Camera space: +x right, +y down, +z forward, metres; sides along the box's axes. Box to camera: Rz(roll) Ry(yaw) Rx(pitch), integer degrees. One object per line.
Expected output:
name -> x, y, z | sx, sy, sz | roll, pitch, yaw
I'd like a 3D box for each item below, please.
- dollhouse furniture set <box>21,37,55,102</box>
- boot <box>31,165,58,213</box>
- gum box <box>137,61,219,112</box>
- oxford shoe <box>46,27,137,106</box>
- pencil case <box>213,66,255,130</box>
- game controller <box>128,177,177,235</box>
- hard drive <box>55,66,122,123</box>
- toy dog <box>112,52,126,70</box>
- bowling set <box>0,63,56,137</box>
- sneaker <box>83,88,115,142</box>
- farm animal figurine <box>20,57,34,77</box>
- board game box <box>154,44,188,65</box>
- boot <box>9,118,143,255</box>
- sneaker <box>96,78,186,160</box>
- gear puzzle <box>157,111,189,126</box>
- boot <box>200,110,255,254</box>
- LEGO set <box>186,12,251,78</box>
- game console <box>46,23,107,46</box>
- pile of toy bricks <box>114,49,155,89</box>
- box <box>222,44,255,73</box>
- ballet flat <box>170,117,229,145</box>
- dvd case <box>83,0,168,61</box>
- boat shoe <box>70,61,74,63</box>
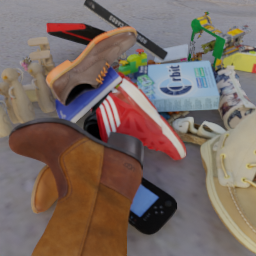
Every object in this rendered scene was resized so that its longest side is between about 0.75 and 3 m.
dollhouse furniture set -> -2.751, -1.653, 8.536 | 1.018, 1.438, 1.565 | -11, 65, -9
boot -> -0.928, 0.973, 5.357 | 1.321, 0.629, 1.707 | 11, 51, 20
gum box -> 1.227, -1.104, 7.361 | 1.987, 0.443, 1.688 | -2, 42, 7
oxford shoe -> -0.759, -1.485, 6.965 | 2.574, 0.918, 0.938 | -34, 72, 9
pencil case -> 2.871, -0.834, 7.763 | 0.866, 0.995, 2.225 | 0, 37, 2
game controller -> 0.056, 1.294, 5.346 | 1.719, 0.362, 0.897 | 28, 43, 36
hard drive -> -1.138, -0.970, 7.518 | 1.906, 0.242, 1.257 | -41, 41, 6
toy dog -> -0.552, -2.514, 10.284 | 0.529, 0.725, 1.099 | -25, 39, -28
bowling set -> -3.115, -0.636, 6.778 | 1.752, 1.351, 2.517 | -13, 15, 16
sneaker -> -0.729, -0.385, 7.101 | 1.254, 0.894, 2.529 | -13, 40, -36
farm animal figurine -> -3.370, -2.061, 9.785 | 0.895, 0.450, 0.723 | 22, 31, -36
board game box -> 1.694, -2.850, 10.947 | 1.254, 0.162, 1.253 | -6, 35, 19
boot -> -1.098, 1.199, 4.388 | 2.535, 0.922, 2.693 | 14, 50, -2
sneaker -> 0.193, 0.155, 6.030 | 1.329, 2.301, 0.901 | -40, 23, 3
gear puzzle -> 1.305, -0.860, 7.713 | 2.756, 0.361, 1.427 | -34, 33, -24
boot -> 2.416, 0.579, 4.869 | 0.977, 2.085, 2.683 | 37, 27, -17
LEGO set -> 2.845, -2.502, 8.894 | 1.310, 2.260, 1.738 | -25, 43, -23
game console -> -1.430, -3.486, 10.531 | 2.370, 0.416, 2.680 | 12, 9, 39
pile of toy bricks -> 0.282, -1.758, 8.720 | 2.738, 1.352, 1.519 | -23, 42, -28
box -> 4.783, -2.488, 10.299 | 2.767, 0.693, 1.041 | 17, 40, 21
ballet flat -> 1.681, 0.058, 6.832 | 1.951, 0.637, 0.688 | 15, 40, 21
dvd case -> 0.016, -3.178, 9.276 | 2.870, 0.355, 2.157 | 33, 15, -5
boat shoe -> -1.845, -1.982, 9.601 | 0.639, 0.679, 1.783 | 1, 35, 4
